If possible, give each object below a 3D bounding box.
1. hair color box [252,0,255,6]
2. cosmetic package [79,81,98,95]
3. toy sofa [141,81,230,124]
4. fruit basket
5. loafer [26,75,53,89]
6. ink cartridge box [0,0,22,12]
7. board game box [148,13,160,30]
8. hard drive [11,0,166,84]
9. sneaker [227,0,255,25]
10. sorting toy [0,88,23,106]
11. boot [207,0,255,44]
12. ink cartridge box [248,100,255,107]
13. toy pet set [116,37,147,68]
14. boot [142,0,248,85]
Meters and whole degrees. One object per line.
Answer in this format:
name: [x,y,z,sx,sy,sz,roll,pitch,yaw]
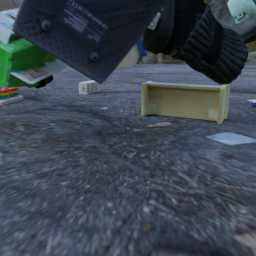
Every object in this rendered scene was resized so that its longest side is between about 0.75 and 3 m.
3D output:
hair color box: [2.102,-1.953,3.036,1.449,2.898,0.877,-20,-21,7]
cosmetic package: [-1.939,-2.009,13.898,0.482,0.571,1.105,8,18,20]
toy sofa: [1.777,-0.890,8.810,2.605,1.079,1.271,7,18,25]
fruit basket: [-2.026,-1.777,5.440,2.158,1.092,2.330,31,41,6]
loafer: [-2.107,-1.088,6.582,0.433,0.420,1.185,-43,-2,21]
ink cartridge box: [-2.140,-3.242,6.997,2.477,1.037,1.787,-4,-29,15]
board game box: [-0.533,-2.476,5.260,2.039,0.353,1.287,10,24,-34]
hard drive: [-0.355,-2.137,4.157,1.760,2.609,0.552,28,20,-28]
sneaker: [3.590,-3.070,7.556,0.753,2.047,1.207,-28,-15,-25]
sorting toy: [-5.417,-1.342,11.470,1.550,0.539,1.541,3,16,11]
boot: [3.381,-3.506,8.739,2.976,1.944,1.008,-35,-10,7]
ink cartridge box: [5.103,-0.896,10.457,1.163,0.228,0.578,3,16,4]
toy pet set: [-0.115,-3.518,9.938,2.664,2.487,1.414,-1,47,25]
boot: [1.633,-2.629,6.432,2.266,3.031,1.141,15,-13,-18]
